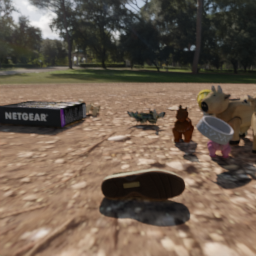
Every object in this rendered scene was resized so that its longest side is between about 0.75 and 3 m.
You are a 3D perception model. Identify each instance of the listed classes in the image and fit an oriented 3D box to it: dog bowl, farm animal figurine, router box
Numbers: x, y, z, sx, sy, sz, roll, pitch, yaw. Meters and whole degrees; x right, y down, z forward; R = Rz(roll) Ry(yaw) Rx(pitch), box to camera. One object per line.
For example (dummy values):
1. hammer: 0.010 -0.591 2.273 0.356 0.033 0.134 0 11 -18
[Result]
1. dog bowl: 1.868 0.027 5.974 0.802 0.235 0.802 17 29 -10
2. farm animal figurine: 2.734 -0.326 7.282 2.965 1.563 2.998 -10 15 -40
3. router box: -3.280 -0.583 10.726 2.756 0.704 2.055 3 12 16

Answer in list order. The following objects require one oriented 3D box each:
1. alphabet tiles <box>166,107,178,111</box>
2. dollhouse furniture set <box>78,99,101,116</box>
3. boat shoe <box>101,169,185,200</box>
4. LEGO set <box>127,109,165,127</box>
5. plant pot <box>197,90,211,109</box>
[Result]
1. alphabet tiles: 2.505 -0.967 14.305 0.978 0.073 1.000 -3 12 -16
2. dollhouse furniture set: -1.842 -0.794 12.662 1.023 0.666 0.940 21 12 -2
3. boat shoe: 0.233 0.834 4.368 1.271 0.469 0.470 1 5 5
4. LEGO set: 0.683 -0.335 10.416 1.391 0.607 2.142 3 -1 7
5. plant pot: 3.985 -1.380 14.404 0.963 0.963 0.906 5 27 22
